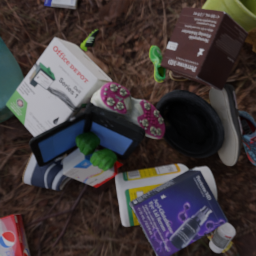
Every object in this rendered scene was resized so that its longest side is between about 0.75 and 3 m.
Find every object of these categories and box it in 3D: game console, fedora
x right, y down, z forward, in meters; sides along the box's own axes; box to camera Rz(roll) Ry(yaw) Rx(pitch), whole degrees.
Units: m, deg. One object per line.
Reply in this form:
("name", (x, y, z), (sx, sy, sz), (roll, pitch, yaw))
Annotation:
("game console", (-1.109, 0.615, 7.678), (2.388, 2.715, 1.580), (25, 67, -3))
("fedora", (2.099, -0.255, 9.097), (2.429, 2.429, 1.109), (40, 46, 9))

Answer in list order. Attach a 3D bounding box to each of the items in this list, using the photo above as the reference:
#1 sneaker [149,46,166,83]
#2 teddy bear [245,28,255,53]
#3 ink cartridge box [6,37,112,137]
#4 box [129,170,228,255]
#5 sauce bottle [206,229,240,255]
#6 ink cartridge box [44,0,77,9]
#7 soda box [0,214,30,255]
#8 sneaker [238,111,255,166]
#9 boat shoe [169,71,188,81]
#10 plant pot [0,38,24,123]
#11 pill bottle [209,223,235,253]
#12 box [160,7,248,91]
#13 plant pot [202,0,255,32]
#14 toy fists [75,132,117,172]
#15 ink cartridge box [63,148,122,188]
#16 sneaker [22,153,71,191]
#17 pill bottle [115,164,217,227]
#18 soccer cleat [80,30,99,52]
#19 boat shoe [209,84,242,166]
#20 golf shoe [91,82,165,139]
("sneaker", (0.952, -1.945, 8.463), (0.412, 0.465, 1.112), (-15, 95, -17))
("teddy bear", (4.741, -3.442, 10.416), (1.164, 0.536, 1.606), (-31, 71, -14))
("ink cartridge box", (-1.972, -0.994, 8.040), (1.837, 1.060, 2.514), (45, 105, 12))
("box", (1.223, 2.125, 7.143), (1.961, 1.023, 1.451), (-28, 84, -6))
("sauce bottle", (3.016, 3.668, 8.709), (0.462, 0.462, 1.428), (-41, 81, -9))
("ink cartridge box", (-2.582, -5.302, 10.924), (1.279, 0.260, 1.277), (5, 77, 1))
("soda box", (-3.513, 3.725, 8.600), (0.696, 0.630, 1.988), (-17, 77, -4))
("sneaker", (4.032, 0.447, 9.012), (0.898, 1.082, 2.265), (-37, 72, 17))
("boat shoe", (2.302, -2.121, 9.999), (1.641, 0.591, 0.592), (-10, 77, -2))
("plant pot", (-4.478, -1.466, 9.019), (2.482, 2.482, 2.332), (-40, 93, -9))
("pill bottle", (2.695, 3.182, 8.092), (0.481, 0.481, 0.845), (20, 120, 5))
("box", (2.068, -2.158, 7.714), (1.413, 1.399, 1.704), (32, 104, 44))
("plant pot", (3.375, -3.832, 9.345), (2.258, 2.076, 2.258), (10, 67, -24))
("toy fists", (-0.889, 0.631, 7.447), (1.263, 0.644, 0.434), (46, 116, 10))
("ink cartridge box", (-1.014, 1.243, 8.525), (0.983, 1.692, 0.569), (-35, 44, 26))
("sneaker", (-2.242, 0.716, 9.149), (1.464, 0.946, 2.698), (18, 81, 5))
("pill bottle", (1.112, 1.973, 8.521), (2.831, 1.597, 1.597), (-9, 77, -3))
("soccer cleat", (-1.099, -2.610, 8.378), (0.309, 0.258, 0.763), (43, 86, -11))
("boat shoe", (3.213, -0.119, 8.823), (0.738, 0.866, 2.590), (-17, 99, -32))
("golf shoe", (0.012, -0.376, 7.543), (2.283, 1.045, 0.860), (34, 61, -27))
